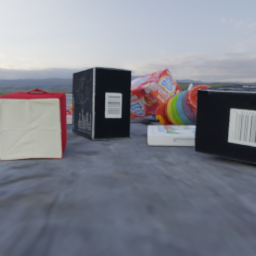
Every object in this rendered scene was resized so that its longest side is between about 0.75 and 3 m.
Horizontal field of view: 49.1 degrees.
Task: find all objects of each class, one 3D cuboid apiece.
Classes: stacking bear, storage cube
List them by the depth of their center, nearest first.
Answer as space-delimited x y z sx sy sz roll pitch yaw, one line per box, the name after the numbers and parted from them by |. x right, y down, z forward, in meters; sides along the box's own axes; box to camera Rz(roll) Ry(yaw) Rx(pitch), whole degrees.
-1.640 -0.082 4.949 1.012 1.184 1.064 0 12 -8 | storage cube
1.744 -0.550 9.207 1.248 1.333 2.195 -39 14 -34 | stacking bear

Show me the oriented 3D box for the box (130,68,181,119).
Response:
0.753 -1.424 12.522 1.455 1.393 2.919 -46 21 -28 | box

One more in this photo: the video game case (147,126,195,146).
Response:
1.479 0.161 6.838 2.009 0.261 2.207 0 6 4 | video game case

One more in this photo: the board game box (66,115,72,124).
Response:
-2.578 -0.365 11.930 1.028 0.304 1.352 -2 6 -22 | board game box

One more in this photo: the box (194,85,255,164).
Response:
2.299 -0.119 4.523 1.793 1.071 1.823 10 16 39 | box

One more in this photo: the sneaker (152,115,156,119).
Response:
1.589 -0.847 12.796 0.731 0.855 2.063 18 22 7 | sneaker

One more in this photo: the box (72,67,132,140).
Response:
-0.765 -0.646 7.463 1.080 1.743 1.713 -1 6 -29 | box

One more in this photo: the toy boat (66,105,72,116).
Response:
-3.141 -0.932 15.699 1.052 0.687 0.686 2 6 15 | toy boat

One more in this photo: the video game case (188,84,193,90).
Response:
2.752 -1.304 12.468 0.116 0.957 1.051 2 34 24 | video game case
